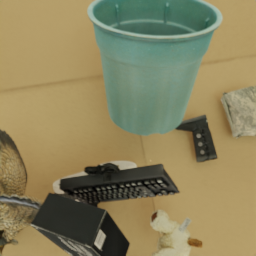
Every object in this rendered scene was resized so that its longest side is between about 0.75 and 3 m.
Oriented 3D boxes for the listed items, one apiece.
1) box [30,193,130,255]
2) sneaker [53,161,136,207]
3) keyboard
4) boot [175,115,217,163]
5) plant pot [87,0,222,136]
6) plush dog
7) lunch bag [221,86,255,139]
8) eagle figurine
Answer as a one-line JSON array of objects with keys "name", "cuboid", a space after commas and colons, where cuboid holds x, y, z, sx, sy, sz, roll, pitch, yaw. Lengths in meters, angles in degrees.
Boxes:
[{"name": "box", "cuboid": [-0.795, 2.005, 5.220, 1.221, 1.731, 0.682, 7, 53, 22]}, {"name": "sneaker", "cuboid": [-0.816, 1.810, 7.757, 2.405, 0.879, 1.345, -13, 105, -27]}, {"name": "keyboard", "cuboid": [-0.290, 1.135, 5.549, 2.314, 1.389, 0.297, -13, 46, 24]}, {"name": "boot", "cuboid": [1.967, 0.384, 8.266, 1.085, 0.432, 1.316, -19, 80, 35]}, {"name": "plant pot", "cuboid": [0.501, -1.392, 6.431, 2.655, 2.600, 2.655, 0, 42, 0]}, {"name": "plush dog", "cuboid": [1.006, 2.615, 6.284, 1.089, 1.166, 1.357, 2, 60, 1]}, {"name": "lunch bag", "cuboid": [3.555, -0.479, 8.382, 1.234, 1.025, 1.471, -9, 73, -4]}, {"name": "eagle figurine", "cuboid": [-2.681, 1.776, 6.484, 2.204, 2.192, 2.904, 28, 113, -9]}]
